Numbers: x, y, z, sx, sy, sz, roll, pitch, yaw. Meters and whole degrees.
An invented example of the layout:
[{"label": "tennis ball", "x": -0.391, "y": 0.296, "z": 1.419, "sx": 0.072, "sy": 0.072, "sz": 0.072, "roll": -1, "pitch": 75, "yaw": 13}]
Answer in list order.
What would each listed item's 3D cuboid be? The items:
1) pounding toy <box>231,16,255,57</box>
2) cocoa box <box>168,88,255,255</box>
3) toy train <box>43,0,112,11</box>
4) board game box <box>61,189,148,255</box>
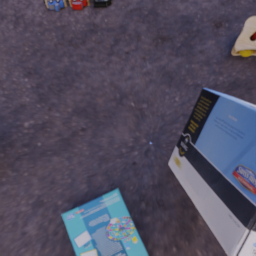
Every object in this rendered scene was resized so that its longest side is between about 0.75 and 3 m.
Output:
[{"label": "pounding toy", "x": 4.998, "y": -2.594, "z": 9.338, "sx": 2.939, "sy": 1.686, "sz": 1.680, "roll": 6, "pitch": 92, "yaw": 13}, {"label": "cocoa box", "x": 2.241, "y": 0.677, "z": 4.830, "sx": 1.925, "sy": 2.887, "sz": 1.894, "roll": 18, "pitch": 104, "yaw": -14}, {"label": "toy train", "x": -1.895, "y": -4.746, "z": 10.577, "sx": 2.592, "sy": 0.442, "sz": 0.594, "roll": -4, "pitch": 76, "yaw": -3}, {"label": "board game box", "x": -0.523, "y": 2.771, "z": 6.840, "sx": 1.551, "sy": 0.482, "sz": 2.054, "roll": -23, "pitch": 66, "yaw": -11}]
